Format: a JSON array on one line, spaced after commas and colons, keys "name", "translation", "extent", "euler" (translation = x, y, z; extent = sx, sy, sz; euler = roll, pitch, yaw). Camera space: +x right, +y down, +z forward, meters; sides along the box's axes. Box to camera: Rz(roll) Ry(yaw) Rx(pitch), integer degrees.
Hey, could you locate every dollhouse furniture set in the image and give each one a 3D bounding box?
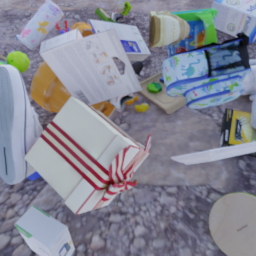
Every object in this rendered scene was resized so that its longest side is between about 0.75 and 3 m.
[{"name": "dollhouse furniture set", "translation": [-0.310, -5.178, 11.089], "extent": [0.852, 2.206, 1.102], "euler": [49, 31, 9]}]

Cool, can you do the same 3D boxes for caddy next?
[{"name": "caddy", "translation": [-3.248, 0.968, 9.451], "extent": [1.119, 0.831, 1.583], "euler": [15, 51, 14]}]

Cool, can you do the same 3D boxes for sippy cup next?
[{"name": "sippy cup", "translation": [2.129, -3.177, 9.957], "extent": [1.942, 1.812, 2.473], "euler": [1, 25, 16]}]

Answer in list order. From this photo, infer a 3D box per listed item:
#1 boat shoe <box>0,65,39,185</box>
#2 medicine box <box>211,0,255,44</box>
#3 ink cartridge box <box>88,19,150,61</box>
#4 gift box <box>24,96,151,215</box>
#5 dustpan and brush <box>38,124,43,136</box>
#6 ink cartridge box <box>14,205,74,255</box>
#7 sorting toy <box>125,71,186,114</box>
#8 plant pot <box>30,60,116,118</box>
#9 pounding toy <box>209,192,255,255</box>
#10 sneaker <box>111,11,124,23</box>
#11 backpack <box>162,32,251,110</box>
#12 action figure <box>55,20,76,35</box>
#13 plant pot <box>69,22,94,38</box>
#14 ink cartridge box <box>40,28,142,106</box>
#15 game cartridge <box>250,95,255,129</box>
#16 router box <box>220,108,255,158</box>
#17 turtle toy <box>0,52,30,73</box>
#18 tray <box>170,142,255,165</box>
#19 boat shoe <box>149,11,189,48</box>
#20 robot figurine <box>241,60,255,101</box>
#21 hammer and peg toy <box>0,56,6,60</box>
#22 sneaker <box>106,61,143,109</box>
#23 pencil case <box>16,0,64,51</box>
[{"name": "boat shoe", "translation": [-2.666, -0.088, 6.753], "extent": [1.059, 2.879, 0.961], "euler": [19, 24, 25]}, {"name": "medicine box", "translation": [6.375, -6.233, 15.342], "extent": [2.821, 1.452, 2.569], "euler": [37, 58, 28]}, {"name": "ink cartridge box", "translation": [-0.381, -3.267, 10.655], "extent": [2.850, 0.559, 1.417], "euler": [-15, 78, -51]}, {"name": "gift box", "translation": [-0.737, 0.616, 6.729], "extent": [2.166, 2.141, 2.320], "euler": [41, 99, 18]}, {"name": "dustpan and brush", "translation": [-3.506, 0.291, 10.311], "extent": [2.101, 0.601, 1.466], "euler": [16, 51, 23]}, {"name": "ink cartridge box", "translation": [-2.115, 2.875, 7.287], "extent": [1.143, 1.574, 0.689], "euler": [24, 50, 20]}, {"name": "sorting toy", "translation": [1.356, -1.464, 11.873], "extent": [2.826, 0.378, 2.106], "euler": [-31, 56, -24]}, {"name": "plant pot", "translation": [-1.760, -1.291, 10.482], "extent": [2.456, 2.683, 2.683], "euler": [39, 58, 10]}, {"name": "pounding toy", "translation": [3.531, 2.639, 7.738], "extent": [2.327, 1.080, 1.797], "euler": [-15, 75, 34]}, {"name": "sneaker", "translation": [-0.615, -6.350, 16.029], "extent": [0.547, 0.590, 1.464], "euler": [13, 50, 8]}, {"name": "backpack", "translation": [2.106, -1.397, 7.830], "extent": [2.200, 2.013, 1.617], "euler": [-8, 84, 8]}, {"name": "action figure", "translation": [-3.095, -5.101, 14.545], "extent": [0.841, 1.276, 2.579], "euler": [-23, 55, -18]}, {"name": "plant pot", "translation": [-1.682, -3.495, 10.768], "extent": [1.052, 1.052, 0.963], "euler": [-18, 26, -15]}, {"name": "ink cartridge box", "translation": [-0.932, -1.686, 7.882], "extent": [2.071, 2.351, 0.526], "euler": [-15, 53, 13]}, {"name": "game cartridge", "translation": [5.894, -0.130, 10.269], "extent": [2.730, 0.567, 1.818], "euler": [23, 47, 2]}, {"name": "router box", "translation": [4.219, 0.159, 10.384], "extent": [1.420, 0.472, 1.806], "euler": [12, 50, 10]}, {"name": "turtle toy", "translation": [-4.400, -1.820, 9.518], "extent": [2.238, 1.631, 1.131], "euler": [-24, 54, -3]}, {"name": "tray", "translation": [2.291, 0.609, 6.825], "extent": [2.337, 1.255, 0.259], "euler": [-5, 80, -35]}, {"name": "boat shoe", "translation": [1.092, -2.894, 8.205], "extent": [0.915, 1.060, 2.907], "euler": [-1, 18, 2]}, {"name": "robot figurine", "translation": [5.304, -2.026, 11.834], "extent": [2.094, 1.183, 1.776], "euler": [-8, 78, -8]}, {"name": "hammer and peg toy", "translation": [-6.027, -2.795, 12.973], "extent": [1.050, 0.503, 1.427], "euler": [30, 55, 26]}, {"name": "sneaker", "translation": [0.079, -1.325, 9.022], "extent": [0.745, 0.624, 1.684], "euler": [41, 100, 29]}, {"name": "pencil case", "translation": [-3.318, -3.859, 10.565], "extent": [1.972, 0.820, 0.895], "euler": [-49, 40, 1]}]
